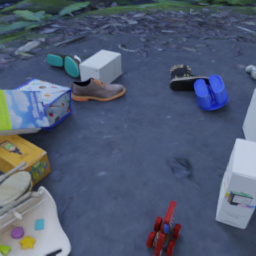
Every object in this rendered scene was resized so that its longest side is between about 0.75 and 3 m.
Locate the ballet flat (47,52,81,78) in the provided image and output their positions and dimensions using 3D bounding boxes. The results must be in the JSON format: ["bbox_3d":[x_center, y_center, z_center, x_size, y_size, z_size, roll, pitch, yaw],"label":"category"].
[{"bbox_3d":[-3.048,-3.378,14.457,2.856,0.971,0.977,31,38,33],"label":"ballet flat"}]

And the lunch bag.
[{"bbox_3d":[-3.513,-0.763,10.697,1.918,1.397,2.256,14,32,16],"label":"lunch bag"}]

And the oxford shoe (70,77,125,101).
[{"bbox_3d":[-1.320,-1.739,12.339,2.417,0.881,0.862,-6,38,-8],"label":"oxford shoe"}]

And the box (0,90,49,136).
[{"bbox_3d":[-3.783,-0.483,8.801,2.282,0.544,1.391,-6,73,-41],"label":"box"}]

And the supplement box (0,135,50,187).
[{"bbox_3d":[-3.904,0.772,9.028,2.980,1.025,0.991,23,43,29],"label":"supplement box"}]

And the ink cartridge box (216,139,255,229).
[{"bbox_3d":[2.968,1.455,7.370,0.800,1.906,1.380,14,40,16],"label":"ink cartridge box"}]

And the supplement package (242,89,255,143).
[{"bbox_3d":[5.655,-0.027,9.395,2.908,1.763,1.742,6,38,8],"label":"supplement package"}]

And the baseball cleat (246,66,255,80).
[{"bbox_3d":[6.250,-2.795,14.133,0.730,0.478,1.371,18,31,31],"label":"baseball cleat"}]

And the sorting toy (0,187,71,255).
[{"bbox_3d":[-2.349,2.684,6.658,1.747,1.036,1.940,37,38,21],"label":"sorting toy"}]

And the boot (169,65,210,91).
[{"bbox_3d":[2.972,-2.398,13.340,2.080,0.761,1.566,-3,38,5],"label":"boot"}]

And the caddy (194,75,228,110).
[{"bbox_3d":[3.539,-1.444,11.963,1.253,0.931,1.773,-16,35,16],"label":"caddy"}]

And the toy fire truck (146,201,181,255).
[{"bbox_3d":[0.895,2.472,6.822,0.649,0.972,1.158,16,40,19],"label":"toy fire truck"}]

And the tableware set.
[{"bbox_3d":[-3.400,1.999,7.127,2.330,0.467,1.540,-34,34,-6],"label":"tableware set"}]

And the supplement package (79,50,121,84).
[{"bbox_3d":[-1.288,-2.811,13.521,1.139,1.135,1.942,18,41,22],"label":"supplement package"}]
